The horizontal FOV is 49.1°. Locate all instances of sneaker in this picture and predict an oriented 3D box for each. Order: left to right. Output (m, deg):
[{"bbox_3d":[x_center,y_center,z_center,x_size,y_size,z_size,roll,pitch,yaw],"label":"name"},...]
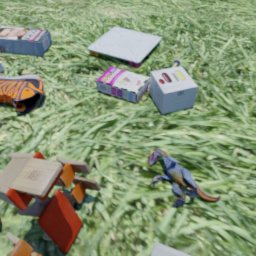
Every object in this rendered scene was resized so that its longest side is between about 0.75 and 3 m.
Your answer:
[{"bbox_3d":[-4.545,-1.218,10.675,2.608,1.012,1.461,-13,51,-5],"label":"sneaker"}]

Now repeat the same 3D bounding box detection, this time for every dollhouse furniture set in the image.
[{"bbox_3d":[-1.696,1.816,6.201,1.420,2.726,2.756,6,48,25],"label":"dollhouse furniture set"}]

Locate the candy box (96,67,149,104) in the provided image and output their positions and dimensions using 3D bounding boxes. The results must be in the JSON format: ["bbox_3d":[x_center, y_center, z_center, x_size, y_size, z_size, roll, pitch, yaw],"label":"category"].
[{"bbox_3d":[-0.212,-1.805,11.598,1.846,0.563,1.259,20,47,20],"label":"candy box"}]

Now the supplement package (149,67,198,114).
[{"bbox_3d":[1.707,-1.495,10.917,1.368,1.052,1.430,-13,47,-13],"label":"supplement package"}]

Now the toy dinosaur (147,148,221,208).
[{"bbox_3d":[1.355,1.413,8.364,2.089,1.097,1.896,25,26,-24],"label":"toy dinosaur"}]

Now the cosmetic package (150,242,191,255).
[{"bbox_3d":[0.713,3.488,5.946,0.925,0.781,1.732,17,49,18],"label":"cosmetic package"}]

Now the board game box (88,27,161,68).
[{"bbox_3d":[-0.129,-4.163,14.217,2.831,0.366,2.830,20,47,19],"label":"board game box"}]

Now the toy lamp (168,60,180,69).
[{"bbox_3d":[2.055,-2.734,12.783,0.315,0.315,1.081,21,45,21],"label":"toy lamp"}]

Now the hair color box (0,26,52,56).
[{"bbox_3d":[-5.381,-4.396,14.142,2.645,0.802,1.309,7,44,8],"label":"hair color box"}]

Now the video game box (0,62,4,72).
[{"bbox_3d":[-7.190,-2.859,12.726,2.119,0.544,2.326,-34,53,-27],"label":"video game box"}]
